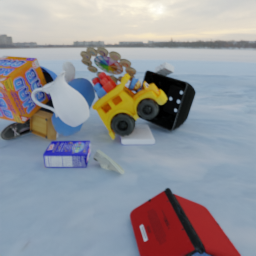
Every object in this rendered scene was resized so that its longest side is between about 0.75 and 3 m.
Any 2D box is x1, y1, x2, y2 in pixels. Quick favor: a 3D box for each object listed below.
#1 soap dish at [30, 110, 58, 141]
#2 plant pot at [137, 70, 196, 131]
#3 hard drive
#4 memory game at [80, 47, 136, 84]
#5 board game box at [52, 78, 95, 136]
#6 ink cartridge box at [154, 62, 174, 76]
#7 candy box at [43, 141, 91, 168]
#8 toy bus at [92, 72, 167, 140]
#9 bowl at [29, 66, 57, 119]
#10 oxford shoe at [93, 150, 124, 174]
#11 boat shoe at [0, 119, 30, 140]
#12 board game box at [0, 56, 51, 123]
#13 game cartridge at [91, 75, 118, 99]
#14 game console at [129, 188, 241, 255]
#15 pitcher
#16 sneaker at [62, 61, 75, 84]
[{"bbox_3d":[-3.394,-0.119,11.215,1.305,1.027,0.530,15,18,31],"label":"soap dish"},{"bbox_3d":[1.883,-1.232,12.762,2.151,2.146,1.908,26,18,35],"label":"plant pot"},{"bbox_3d":[0.315,0.250,11.509,1.262,0.243,1.913,0,19,-5],"label":"hard drive"},{"bbox_3d":[-0.802,-2.447,11.278,2.407,0.153,2.407,17,-19,6],"label":"memory game"},{"bbox_3d":[-2.308,-0.893,11.273,0.477,2.448,1.934,23,-3,27],"label":"board game box"},{"bbox_3d":[1.658,-2.648,12.800,0.559,0.316,0.763,21,-19,-29],"label":"ink cartridge box"},{"bbox_3d":[-1.978,0.852,9.250,1.360,0.524,1.150,1,20,-1],"label":"candy box"},{"bbox_3d":[-0.154,-1.230,10.902,2.603,2.499,1.766,-34,10,16],"label":"toy bus"},{"bbox_3d":[-3.821,-1.250,12.123,2.801,2.801,0.550,12,10,31],"label":"bowl"},{"bbox_3d":[-0.623,1.129,8.709,1.358,0.510,0.392,29,74,42],"label":"oxford shoe"},{"bbox_3d":[-4.345,0.009,11.453,0.507,0.595,1.779,-4,17,38],"label":"boat shoe"},{"bbox_3d":[-4.537,-1.561,11.029,1.843,1.841,1.841,10,43,26],"label":"board game box"},{"bbox_3d":[-0.725,-1.321,12.769,0.430,2.239,1.451,-27,-4,42],"label":"game cartridge"},{"bbox_3d":[1.072,2.210,5.730,1.615,1.112,1.874,-32,20,2],"label":"game console"},{"bbox_3d":[-2.260,-0.822,9.483,1.486,1.732,1.050,-28,21,13],"label":"pitcher"},{"bbox_3d":[-2.451,-2.126,11.262,0.674,1.522,0.573,35,66,24],"label":"sneaker"}]
